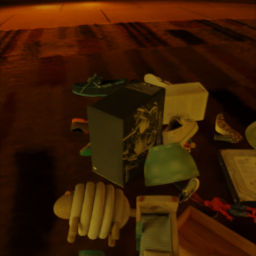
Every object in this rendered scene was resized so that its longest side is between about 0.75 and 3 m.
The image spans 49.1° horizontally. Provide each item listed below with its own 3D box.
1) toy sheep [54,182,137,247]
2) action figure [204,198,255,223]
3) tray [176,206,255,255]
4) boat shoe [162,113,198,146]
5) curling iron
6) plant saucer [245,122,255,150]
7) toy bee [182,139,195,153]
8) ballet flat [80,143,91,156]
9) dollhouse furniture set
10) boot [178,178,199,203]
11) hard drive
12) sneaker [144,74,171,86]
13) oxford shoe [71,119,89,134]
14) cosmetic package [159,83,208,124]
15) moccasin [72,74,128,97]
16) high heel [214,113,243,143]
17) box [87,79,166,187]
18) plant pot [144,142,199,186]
[{"bbox_3d":[-0.796,2.271,7.617,2.397,1.652,1.652,12,33,-11],"label":"toy sheep"},{"bbox_3d":[3.011,2.408,8.269,1.532,0.396,0.501,16,39,4],"label":"action figure"},{"bbox_3d":[2.345,3.193,7.113,2.649,0.490,1.306,27,42,33],"label":"tray"},{"bbox_3d":[1.910,-0.111,10.790,0.959,1.106,2.595,-10,16,36],"label":"boat shoe"},{"bbox_3d":[1.985,2.182,8.777,0.509,0.262,2.052,-18,38,-24],"label":"curling iron"},{"bbox_3d":[6.357,0.346,11.313,2.980,0.463,2.980,-1,34,0],"label":"plant saucer"},{"bbox_3d":[2.186,0.728,10.756,0.743,0.617,1.135,2,9,17],"label":"toy bee"},{"bbox_3d":[-1.202,0.750,10.694,1.364,0.463,0.513,-7,45,-19],"label":"ballet flat"},{"bbox_3d":[-0.205,2.722,6.203,2.598,1.820,1.831,0,49,1],"label":"dollhouse furniture set"},{"bbox_3d":[1.839,1.933,8.565,0.317,0.872,0.394,35,26,26],"label":"boot"},{"bbox_3d":[4.171,1.641,9.395,1.709,0.463,2.446,1,34,1],"label":"hard drive"},{"bbox_3d":[1.660,-2.346,14.974,1.666,0.653,0.661,36,32,23],"label":"sneaker"},{"bbox_3d":[-1.612,0.033,11.817,1.637,0.583,0.594,5,57,10],"label":"oxford shoe"},{"bbox_3d":[1.907,-1.046,12.439,2.897,1.469,1.032,-6,37,-10],"label":"cosmetic package"},{"bbox_3d":[-1.442,-2.317,14.711,2.990,1.019,1.203,-1,34,-2],"label":"moccasin"},{"bbox_3d":[4.219,-0.021,11.691,1.102,0.552,1.546,5,50,19],"label":"high heel"},{"bbox_3d":[0.007,0.113,9.627,1.422,2.731,2.487,23,41,29],"label":"box"},{"bbox_3d":[1.252,1.088,8.831,1.717,1.150,1.717,-12,-7,-2],"label":"plant pot"}]
